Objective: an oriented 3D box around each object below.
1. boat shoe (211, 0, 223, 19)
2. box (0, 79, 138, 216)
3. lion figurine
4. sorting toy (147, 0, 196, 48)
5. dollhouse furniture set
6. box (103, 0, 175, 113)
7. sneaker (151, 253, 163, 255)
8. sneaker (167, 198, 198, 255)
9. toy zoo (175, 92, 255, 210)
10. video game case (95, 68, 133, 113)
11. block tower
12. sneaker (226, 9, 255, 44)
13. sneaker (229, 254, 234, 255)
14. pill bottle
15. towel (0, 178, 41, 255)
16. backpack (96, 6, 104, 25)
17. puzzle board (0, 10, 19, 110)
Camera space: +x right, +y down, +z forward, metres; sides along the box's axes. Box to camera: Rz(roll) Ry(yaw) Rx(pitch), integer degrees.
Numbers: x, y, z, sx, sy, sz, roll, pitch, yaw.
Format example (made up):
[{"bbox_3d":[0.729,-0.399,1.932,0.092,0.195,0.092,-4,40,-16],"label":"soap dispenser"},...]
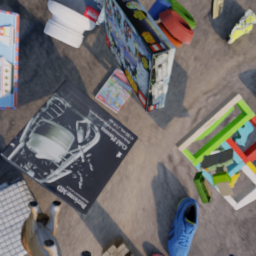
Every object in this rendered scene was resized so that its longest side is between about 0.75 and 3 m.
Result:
[{"bbox_3d":[2.162,-3.100,6.619,0.307,0.359,0.979,7,102,4],"label":"boat shoe"},{"bbox_3d":[-1.395,0.493,6.863,2.281,1.413,2.242,39,71,-10],"label":"box"},{"bbox_3d":[-1.659,2.631,5.916,0.978,2.699,1.653,3,114,-29],"label":"lion figurine"},{"bbox_3d":[0.997,-2.582,7.072,1.232,2.050,0.841,38,124,-12],"label":"sorting toy"},{"bbox_3d":[1.593,0.822,4.928,0.617,0.942,0.473,-19,104,31],"label":"dollhouse furniture set"},{"bbox_3d":[0.119,-1.754,6.001,0.483,1.657,2.421,-20,59,-13],"label":"box"},{"bbox_3d":[1.152,4.323,8.509,0.437,0.514,1.185,-43,84,-5],"label":"sneaker"},{"bbox_3d":[1.678,3.153,8.515,0.680,0.809,2.064,15,85,0],"label":"sneaker"},{"bbox_3d":[2.886,0.822,7.214,1.957,0.305,2.982,-43,106,7],"label":"toy zoo"},{"bbox_3d":[-0.379,-1.252,9.374,0.900,0.110,1.259,35,85,4],"label":"video game case"},{"bbox_3d":[0.386,4.574,8.346,0.759,0.812,2.810,-41,86,-4],"label":"block tower"},{"bbox_3d":[3.848,-3.354,9.423,0.526,0.519,1.377,39,86,5],"label":"sneaker"},{"bbox_3d":[2.045,3.021,6.087,0.407,1.082,0.424,-19,48,-28],"label":"sneaker"},{"bbox_3d":[-1.178,-2.993,6.581,1.191,1.191,1.992,26,103,3],"label":"pill bottle"},{"bbox_3d":[-3.803,2.920,8.419,2.558,1.095,2.118,-27,83,-1],"label":"towel"},{"bbox_3d":[-0.885,-4.579,8.882,2.541,2.073,1.954,-35,98,2],"label":"backpack"},{"bbox_3d":[-3.309,-1.519,6.169,1.681,0.194,2.231,-1,103,-32],"label":"puzzle board"}]
